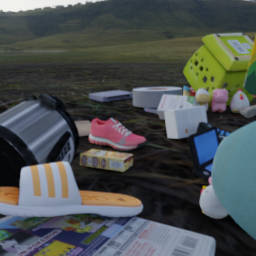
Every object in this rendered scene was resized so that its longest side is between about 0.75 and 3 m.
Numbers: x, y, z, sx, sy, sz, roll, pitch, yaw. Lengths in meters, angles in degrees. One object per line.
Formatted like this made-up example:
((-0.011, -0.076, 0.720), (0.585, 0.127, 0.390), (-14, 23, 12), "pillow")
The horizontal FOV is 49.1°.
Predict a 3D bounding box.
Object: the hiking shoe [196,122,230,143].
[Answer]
((2.170, 0.328, 6.572), (0.689, 0.591, 1.589), (6, 22, -20), "hiking shoe")

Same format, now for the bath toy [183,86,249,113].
((3.211, -1.056, 10.260), (2.377, 0.878, 1.033), (4, -5, 5), "bath toy")

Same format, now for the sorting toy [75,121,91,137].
((-1.515, 0.064, 7.948), (1.330, 0.196, 0.983), (-6, 21, -31), "sorting toy")

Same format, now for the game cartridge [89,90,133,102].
((-0.801, -1.500, 13.233), (1.823, 0.350, 1.181), (-13, 16, -38), "game cartridge")

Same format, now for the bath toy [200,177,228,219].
((1.567, 0.878, 4.419), (0.611, 0.519, 1.405), (18, 27, 39), "bath toy")

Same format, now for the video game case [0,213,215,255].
((-0.568, 1.337, 2.545), (2.336, 0.295, 2.564), (7, 7, 24), "video game case")

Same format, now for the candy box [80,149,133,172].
((-0.434, 0.648, 5.674), (0.941, 0.260, 0.543), (6, 7, 19), "candy box")

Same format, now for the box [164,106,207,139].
((1.547, -0.153, 7.469), (0.986, 0.751, 0.524), (-9, 3, -23), "box")

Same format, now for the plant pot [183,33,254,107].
((3.921, -2.403, 11.133), (2.306, 2.103, 2.317), (-8, 53, -20), "plant pot")

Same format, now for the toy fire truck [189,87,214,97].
((3.586, -1.625, 12.725), (1.578, 0.545, 2.237), (-8, 14, 10), "toy fire truck")

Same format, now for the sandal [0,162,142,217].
((-0.718, 0.707, 3.439), (2.019, 0.579, 0.774), (10, -2, -29), "sandal")

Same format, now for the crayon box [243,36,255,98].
((4.030, -2.021, 7.435), (1.475, 2.323, 0.590), (-21, 48, -8), "crayon box")

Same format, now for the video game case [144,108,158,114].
((1.349, -0.652, 10.589), (0.925, 0.123, 1.295), (-11, 20, -35), "video game case")

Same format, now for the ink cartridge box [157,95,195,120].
((1.638, -0.671, 9.446), (1.104, 0.464, 0.800), (6, 50, 21), "ink cartridge box")

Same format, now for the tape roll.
((1.200, -1.280, 11.513), (2.027, 0.670, 2.027), (-2, 13, 0), "tape roll")

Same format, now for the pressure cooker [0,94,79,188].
((-1.626, 0.215, 4.823), (1.377, 1.398, 1.565), (-17, 18, 33), "pressure cooker")

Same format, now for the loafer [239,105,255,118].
((4.509, -0.653, 9.926), (1.263, 0.454, 0.397), (-10, 28, -22), "loafer")

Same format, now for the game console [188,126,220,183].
((1.699, 0.520, 5.218), (0.969, 0.641, 1.101), (31, 31, 36), "game console")

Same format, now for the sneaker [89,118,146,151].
((-0.307, 0.125, 6.862), (1.566, 0.679, 0.577), (8, 18, 24), "sneaker")

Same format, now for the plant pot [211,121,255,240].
((1.590, 0.548, 3.118), (1.085, 1.611, 1.611), (10, 19, 40), "plant pot")
